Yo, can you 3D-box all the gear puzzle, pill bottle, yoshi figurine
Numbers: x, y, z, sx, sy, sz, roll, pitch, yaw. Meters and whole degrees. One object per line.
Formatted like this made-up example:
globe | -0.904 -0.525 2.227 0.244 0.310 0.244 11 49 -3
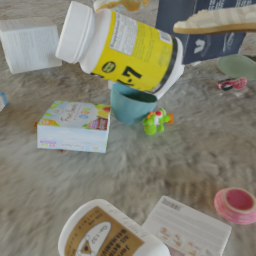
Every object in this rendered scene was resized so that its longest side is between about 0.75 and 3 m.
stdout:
gear puzzle | -1.934 0.088 7.589 1.723 0.226 0.892 28 43 34
pill bottle | -0.014 1.980 4.054 1.931 1.104 1.104 26 43 34
yoshi figurine | 0.770 -0.137 7.801 1.092 0.614 0.612 -19 80 -47
pill bottle | -0.162 -1.376 4.951 1.994 1.140 1.140 15 30 -20

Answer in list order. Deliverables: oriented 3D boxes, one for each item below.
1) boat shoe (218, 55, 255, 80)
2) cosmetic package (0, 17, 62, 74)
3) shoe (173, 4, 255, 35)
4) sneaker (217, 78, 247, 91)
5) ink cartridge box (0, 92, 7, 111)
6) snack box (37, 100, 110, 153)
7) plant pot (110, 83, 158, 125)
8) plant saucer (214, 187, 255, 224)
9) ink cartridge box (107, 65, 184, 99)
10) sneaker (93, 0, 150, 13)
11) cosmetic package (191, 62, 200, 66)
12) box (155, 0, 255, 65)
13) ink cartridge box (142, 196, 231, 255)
boat shoe | 4.615 -2.267 10.507 2.462 0.878 0.741 17 34 12
cosmetic package | -3.975 -3.409 11.360 2.017 1.688 1.678 -16 37 -23
shoe | 2.242 -2.667 6.977 2.317 0.619 0.810 9 17 32
sneaker | 3.690 -1.608 9.883 1.056 0.426 0.394 -8 33 -10
ink cartridge box | -4.277 -0.661 8.528 0.673 0.396 1.169 1 35 2
snack box | -1.275 -0.095 7.093 1.573 0.631 1.866 5 21 -2
plant pot | 0.059 -0.606 7.888 1.318 0.888 1.318 16 25 -8
plant saucer | 2.182 1.491 5.567 0.870 0.221 0.870 0 35 0
ink cartridge box | 0.704 -2.165 10.064 1.907 1.117 2.639 17 37 23
sneaker | -0.186 -3.451 7.424 1.561 0.591 0.684 -19 61 -12
cosmetic package | 2.325 -3.426 11.702 1.803 0.668 0.917 40 37 15
box | 2.561 -3.866 9.184 2.875 2.827 1.688 -17 43 -29
ink cartridge box | 0.941 1.903 4.886 1.357 0.303 1.195 20 39 27
